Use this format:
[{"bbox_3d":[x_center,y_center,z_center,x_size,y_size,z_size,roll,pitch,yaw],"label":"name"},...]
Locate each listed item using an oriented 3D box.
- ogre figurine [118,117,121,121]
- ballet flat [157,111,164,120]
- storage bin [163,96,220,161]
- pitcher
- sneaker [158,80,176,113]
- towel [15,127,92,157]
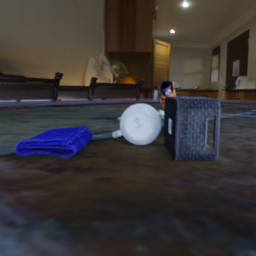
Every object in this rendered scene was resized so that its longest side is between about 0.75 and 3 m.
[{"bbox_3d":[-0.073,-0.641,17.384,1.135,0.557,0.680,12,-3,0],"label":"ogre figurine"},{"bbox_3d":[2.259,-0.903,19.120,0.598,0.598,1.610,-4,9,-23],"label":"ballet flat"},{"bbox_3d":[1.935,-0.078,9.137,1.262,1.820,2.692,1,8,1],"label":"storage bin"},{"bbox_3d":[0.241,-0.023,10.899,2.154,1.522,2.510,-26,1,8],"label":"pitcher"},{"bbox_3d":[1.916,-1.107,12.903,1.029,2.653,1.486,-22,-37,4],"label":"sneaker"},{"bbox_3d":[-2.468,0.389,9.902,1.985,0.666,2.688,2,8,5],"label":"towel"}]
